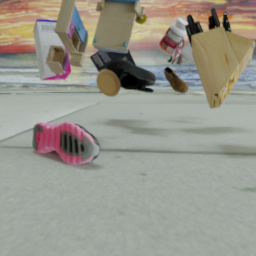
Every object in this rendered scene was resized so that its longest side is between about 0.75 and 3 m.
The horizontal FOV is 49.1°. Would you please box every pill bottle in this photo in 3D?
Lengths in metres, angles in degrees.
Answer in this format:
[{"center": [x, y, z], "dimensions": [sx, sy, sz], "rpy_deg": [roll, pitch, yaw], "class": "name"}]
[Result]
[{"center": [1.899, -3.768, 11.555], "dimensions": [0.778, 1.377, 0.778], "rpy_deg": [21, 39, -19], "class": "pill bottle"}]

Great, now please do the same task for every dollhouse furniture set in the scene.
[{"center": [-0.860, -2.730, 9.310], "dimensions": [2.714, 2.562, 1.771], "rpy_deg": [8, -13, 9], "class": "dollhouse furniture set"}]

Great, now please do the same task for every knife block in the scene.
[{"center": [2.399, -2.338, 8.756], "dimensions": [2.534, 2.886, 0.923], "rpy_deg": [30, -14, 26], "class": "knife block"}]

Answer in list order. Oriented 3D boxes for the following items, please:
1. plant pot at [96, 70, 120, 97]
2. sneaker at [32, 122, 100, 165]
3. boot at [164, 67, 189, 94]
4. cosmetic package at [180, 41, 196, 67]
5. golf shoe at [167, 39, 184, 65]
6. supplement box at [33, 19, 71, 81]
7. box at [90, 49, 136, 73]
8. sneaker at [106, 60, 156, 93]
[{"center": [-0.745, -1.616, 10.253], "dimensions": [1.050, 1.050, 0.144], "rpy_deg": [-9, -7, -41], "class": "plant pot"}, {"center": [-1.483, 0.334, 7.503], "dimensions": [2.577, 1.018, 1.229], "rpy_deg": [11, 4, 43], "class": "sneaker"}, {"center": [2.238, -2.301, 13.460], "dimensions": [0.641, 0.657, 1.742], "rpy_deg": [-37, 53, 0], "class": "boot"}, {"center": [3.203, -2.788, 11.728], "dimensions": [2.116, 0.754, 1.073], "rpy_deg": [41, 14, -3], "class": "cosmetic package"}, {"center": [2.548, -4.218, 14.908], "dimensions": [0.823, 1.788, 0.649], "rpy_deg": [2, 33, -1], "class": "golf shoe"}, {"center": [-3.384, -3.388, 12.402], "dimensions": [1.193, 2.358, 1.219], "rpy_deg": [-7, -6, -27], "class": "supplement box"}, {"center": [-0.649, -3.143, 13.589], "dimensions": [1.749, 1.027, 1.720], "rpy_deg": [-32, -23, 4], "class": "box"}, {"center": [-0.005, -2.122, 11.444], "dimensions": [2.903, 0.872, 1.514], "rpy_deg": [23, 26, 25], "class": "sneaker"}]
